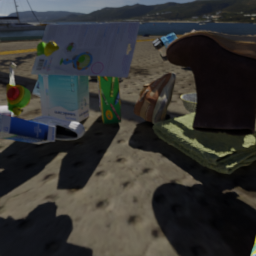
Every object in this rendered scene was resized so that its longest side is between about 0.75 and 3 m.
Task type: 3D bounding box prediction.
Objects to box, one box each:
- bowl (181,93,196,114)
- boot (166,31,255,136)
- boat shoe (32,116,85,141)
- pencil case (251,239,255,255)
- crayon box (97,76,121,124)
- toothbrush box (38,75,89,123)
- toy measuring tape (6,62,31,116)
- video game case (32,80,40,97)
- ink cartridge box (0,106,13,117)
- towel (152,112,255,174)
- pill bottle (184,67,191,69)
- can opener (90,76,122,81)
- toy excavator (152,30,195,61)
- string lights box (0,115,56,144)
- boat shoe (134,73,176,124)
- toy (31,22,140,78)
[{"bbox_3d":[2.420,-0.746,9.553,1.267,0.595,1.267,-1,23,0],"label":"bowl"},{"bbox_3d":[1.846,-1.103,6.727,2.854,2.374,1.033,10,-18,39],"label":"boot"},{"bbox_3d":[-2.025,0.027,7.698,1.607,0.591,0.525,3,19,9],"label":"boat shoe"},{"bbox_3d":[1.929,1.692,3.604,0.669,0.669,1.514,14,29,30],"label":"pencil case"},{"bbox_3d":[-0.631,-1.290,8.796,0.596,2.047,1.216,-6,22,-7],"label":"crayon box"},{"bbox_3d":[-2.046,-1.234,8.985,1.403,1.916,0.817,7,20,19],"label":"toothbrush box"},{"bbox_3d":[-2.524,-0.953,6.486,0.533,0.533,1.450,-5,66,-11],"label":"toy measuring tape"},{"bbox_3d":[-2.668,-1.679,10.204,1.143,0.144,1.596,20,58,-17],"label":"video game case"},{"bbox_3d":[-4.310,-0.463,9.336,0.861,0.302,1.059,-5,19,-12],"label":"ink cartridge box"},{"bbox_3d":[2.078,0.268,7.253,2.003,0.493,2.700,-14,27,-28],"label":"towel"},{"bbox_3d":[3.784,-3.979,17.513,0.866,0.485,0.485,17,28,36],"label":"pill bottle"},{"bbox_3d":[-1.084,-2.745,14.659,1.789,0.477,0.598,5,6,15],"label":"can opener"},{"bbox_3d":[1.650,-3.022,9.839,1.394,0.696,1.356,-35,25,14],"label":"toy excavator"},{"bbox_3d":[-2.447,0.079,6.498,0.694,0.398,1.350,-10,-17,37],"label":"string lights box"},{"bbox_3d":[0.909,-1.148,9.164,1.040,1.097,2.898,14,32,10],"label":"boat shoe"},{"bbox_3d":[-1.048,-1.880,7.110,2.643,1.522,0.624,7,-17,16],"label":"toy"}]
